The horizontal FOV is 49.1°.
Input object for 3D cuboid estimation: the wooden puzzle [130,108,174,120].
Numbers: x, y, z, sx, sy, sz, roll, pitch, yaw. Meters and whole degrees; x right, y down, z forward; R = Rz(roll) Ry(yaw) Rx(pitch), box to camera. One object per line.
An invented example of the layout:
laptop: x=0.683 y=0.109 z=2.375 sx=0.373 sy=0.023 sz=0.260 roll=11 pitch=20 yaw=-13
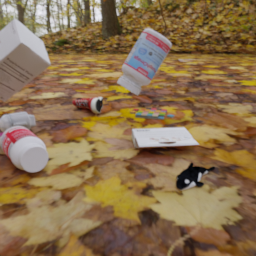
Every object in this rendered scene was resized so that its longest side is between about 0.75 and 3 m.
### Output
wooden puzzle: x=1.087 y=-0.687 z=13.165 sx=2.180 sy=0.153 sz=1.293 roll=5 pitch=20 yaw=15

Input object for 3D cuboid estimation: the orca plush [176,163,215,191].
orca plush: x=1.764 y=1.161 z=7.360 sx=1.401 sy=0.498 sz=0.737 roll=-11 pitch=22 yaw=-28

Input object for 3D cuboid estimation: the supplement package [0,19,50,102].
supplement package: x=-3.461 y=-1.925 z=8.170 sx=1.937 sy=1.160 sz=1.174 roll=-34 pitch=57 yaw=13

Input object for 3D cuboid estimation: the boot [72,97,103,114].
boot: x=-2.061 y=-1.116 z=13.608 sx=1.477 sy=0.741 sz=2.047 roll=0 pitch=11 yaw=1

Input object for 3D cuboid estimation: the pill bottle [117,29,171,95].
pill bottle: x=0.540 y=-2.363 z=10.248 sx=1.199 sy=2.204 sz=1.199 roll=30 pitch=8 yaw=-5

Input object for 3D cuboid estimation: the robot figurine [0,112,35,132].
robot figurine: x=-4.306 y=-0.181 z=10.779 sx=1.366 sy=0.771 sz=1.158 roll=-13 pitch=11 yaw=-35

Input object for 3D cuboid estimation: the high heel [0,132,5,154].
high heel: x=-4.484 y=0.509 z=8.858 sx=1.100 sy=0.772 sz=2.293 roll=25 pitch=43 yaw=30

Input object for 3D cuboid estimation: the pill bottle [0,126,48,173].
pill bottle: x=-2.999 y=0.624 z=8.134 sx=0.993 sy=0.993 sz=1.769 roll=-14 pitch=23 yaw=-34

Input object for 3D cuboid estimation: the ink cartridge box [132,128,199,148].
ink cartridge box: x=1.195 y=0.458 z=9.494 sx=1.972 sy=0.429 sz=1.711 roll=-2 pitch=20 yaw=-6
